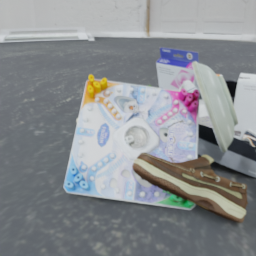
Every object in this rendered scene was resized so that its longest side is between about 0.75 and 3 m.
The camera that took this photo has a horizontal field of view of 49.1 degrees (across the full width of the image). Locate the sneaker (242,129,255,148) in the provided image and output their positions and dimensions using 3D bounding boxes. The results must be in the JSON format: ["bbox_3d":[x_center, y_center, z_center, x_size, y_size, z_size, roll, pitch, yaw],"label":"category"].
[{"bbox_3d":[4.138,0.491,8.836,1.080,0.429,0.423,36,3,21],"label":"sneaker"}]

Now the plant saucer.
[{"bbox_3d":[2.188,-0.580,6.787,0.581,2.316,2.316,-18,19,18],"label":"plant saucer"}]

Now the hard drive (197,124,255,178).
[{"bbox_3d":[2.677,0.566,7.851,2.086,0.442,1.407,23,26,1],"label":"hard drive"}]

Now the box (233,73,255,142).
[{"bbox_3d":[4.578,-0.616,9.269,2.043,2.053,1.342,10,26,22],"label":"box"}]

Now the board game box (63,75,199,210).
[{"bbox_3d":[0.208,0.221,6.666,2.977,0.385,2.977,8,68,0],"label":"board game box"}]

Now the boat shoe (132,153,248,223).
[{"bbox_3d":[1.321,0.980,5.654,2.623,0.970,0.969,29,-14,-19],"label":"boat shoe"}]

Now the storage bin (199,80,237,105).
[{"bbox_3d":[4.109,-1.106,11.534,1.645,1.141,2.434,-3,25,-9],"label":"storage bin"}]

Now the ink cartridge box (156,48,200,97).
[{"bbox_3d":[2.331,-2.537,13.317,0.498,2.301,2.259,-35,39,-30],"label":"ink cartridge box"}]

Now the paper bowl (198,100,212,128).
[{"bbox_3d":[2.531,-0.503,10.117,1.641,0.853,1.641,-9,15,2],"label":"paper bowl"}]

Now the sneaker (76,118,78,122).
[{"bbox_3d":[-1.365,0.144,8.898,1.062,0.374,0.496,48,58,6],"label":"sneaker"}]

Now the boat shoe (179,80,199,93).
[{"bbox_3d":[2.227,-1.348,10.446,0.691,0.628,1.879,-25,-6,-3],"label":"boat shoe"}]

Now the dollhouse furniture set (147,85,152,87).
[{"bbox_3d":[1.143,-1.075,11.528,1.070,0.827,2.141,-21,26,-5],"label":"dollhouse furniture set"}]
